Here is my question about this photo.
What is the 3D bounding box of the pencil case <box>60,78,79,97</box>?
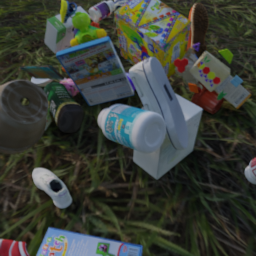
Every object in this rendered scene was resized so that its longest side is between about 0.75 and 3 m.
[{"bbox_3d":[-2.325,-2.304,13.812,0.993,0.951,2.296,29,48,24],"label":"pencil case"}]

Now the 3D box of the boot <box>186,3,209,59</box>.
[{"bbox_3d":[2.638,-3.937,11.859,0.918,2.446,1.311,0,7,-30],"label":"boot"}]

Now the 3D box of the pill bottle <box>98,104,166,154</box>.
[{"bbox_3d":[0.003,-0.045,7.719,1.085,1.085,1.958,-33,32,-31],"label":"pill bottle"}]

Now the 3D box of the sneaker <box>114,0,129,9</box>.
[{"bbox_3d":[0.294,-5.114,11.667,2.037,0.898,0.767,30,30,26],"label":"sneaker"}]

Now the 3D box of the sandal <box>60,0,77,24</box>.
[{"bbox_3d":[-2.335,-4.470,10.901,0.588,0.536,1.349,-8,0,-19],"label":"sandal"}]

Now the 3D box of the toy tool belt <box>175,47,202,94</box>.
[{"bbox_3d":[2.582,-2.231,10.889,1.021,1.636,1.005,4,57,45],"label":"toy tool belt"}]

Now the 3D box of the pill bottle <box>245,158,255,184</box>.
[{"bbox_3d":[3.826,1.052,7.651,0.740,1.318,0.740,8,57,-13],"label":"pill bottle"}]

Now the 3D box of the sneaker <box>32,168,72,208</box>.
[{"bbox_3d":[-2.536,1.772,9.239,1.907,0.950,0.714,31,51,32],"label":"sneaker"}]

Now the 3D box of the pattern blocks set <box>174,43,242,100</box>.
[{"bbox_3d":[2.454,-1.719,8.512,1.834,1.612,0.149,52,29,-4],"label":"pattern blocks set"}]

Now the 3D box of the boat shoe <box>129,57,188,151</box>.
[{"bbox_3d":[0.869,-0.578,8.254,1.001,2.868,1.017,-16,19,34],"label":"boat shoe"}]

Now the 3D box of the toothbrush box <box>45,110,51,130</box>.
[{"bbox_3d":[-3.601,-0.440,11.753,0.382,0.887,0.646,9,43,10],"label":"toothbrush box"}]

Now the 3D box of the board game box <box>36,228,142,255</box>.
[{"bbox_3d":[-1.159,3.852,7.226,2.738,0.501,2.071,8,42,9],"label":"board game box"}]

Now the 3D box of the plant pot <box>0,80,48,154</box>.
[{"bbox_3d":[-3.138,-0.464,7.884,2.086,1.810,2.086,13,67,-32],"label":"plant pot"}]

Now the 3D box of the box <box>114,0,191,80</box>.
[{"bbox_3d":[0.935,-3.414,10.938,1.525,2.500,2.408,-43,69,-13],"label":"box"}]

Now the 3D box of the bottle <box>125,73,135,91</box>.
[{"bbox_3d":[-0.192,-2.148,13.693,2.607,0.851,1.089,-19,45,-20],"label":"bottle"}]

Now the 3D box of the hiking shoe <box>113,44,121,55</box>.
[{"bbox_3d":[-0.719,-4.688,16.725,1.212,0.610,0.459,-9,42,-10],"label":"hiking shoe"}]

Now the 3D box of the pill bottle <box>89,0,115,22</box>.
[{"bbox_3d":[-1.069,-4.928,11.754,1.052,0.586,0.586,-38,53,-21],"label":"pill bottle"}]

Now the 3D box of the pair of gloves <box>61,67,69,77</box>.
[{"bbox_3d":[-1.256,-2.002,10.530,1.855,2.082,0.257,-18,45,32],"label":"pair of gloves"}]

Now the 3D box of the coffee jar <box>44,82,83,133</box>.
[{"bbox_3d":[-2.804,-0.882,11.937,1.027,1.256,2.408,-4,36,-37],"label":"coffee jar"}]

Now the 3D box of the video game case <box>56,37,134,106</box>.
[{"bbox_3d":[-0.896,-1.562,8.313,1.569,2.193,0.195,-12,52,14],"label":"video game case"}]

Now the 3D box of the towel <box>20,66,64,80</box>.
[{"bbox_3d":[-3.340,-2.132,10.942,1.435,1.052,0.156,4,75,22],"label":"towel"}]

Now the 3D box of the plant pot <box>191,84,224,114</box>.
[{"bbox_3d":[3.608,-1.246,12.609,1.125,1.125,1.094,-32,59,-31],"label":"plant pot"}]

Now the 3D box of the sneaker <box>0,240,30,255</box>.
[{"bbox_3d":[-3.076,3.796,7.201,0.986,0.625,1.754,9,57,-19],"label":"sneaker"}]

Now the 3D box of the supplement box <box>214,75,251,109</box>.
[{"bbox_3d":[4.120,-2.043,12.457,2.435,0.895,1.535,29,22,-32],"label":"supplement box"}]

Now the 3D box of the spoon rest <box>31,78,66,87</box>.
[{"bbox_3d":[-3.924,-2.409,14.173,2.059,0.624,1.023,12,43,12],"label":"spoon rest"}]

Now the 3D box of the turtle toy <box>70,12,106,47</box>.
[{"bbox_3d":[-1.616,-3.760,11.321,1.506,2.067,1.045,-16,70,7],"label":"turtle toy"}]

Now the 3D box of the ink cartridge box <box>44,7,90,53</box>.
[{"bbox_3d":[-2.657,-4.313,12.317,0.792,1.371,1.877,46,57,8],"label":"ink cartridge box"}]

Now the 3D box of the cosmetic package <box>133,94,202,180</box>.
[{"bbox_3d":[1.362,0.305,9.982,2.117,2.123,1.305,-33,53,-31],"label":"cosmetic package"}]
